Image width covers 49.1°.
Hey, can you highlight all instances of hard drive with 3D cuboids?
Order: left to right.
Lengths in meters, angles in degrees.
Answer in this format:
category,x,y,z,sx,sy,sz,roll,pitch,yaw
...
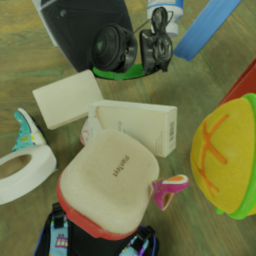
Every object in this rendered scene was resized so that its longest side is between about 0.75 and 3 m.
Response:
category,x,y,z,sx,sy,sz,roll,pitch,yaw
hard drive,-0.888,-2.460,7.030,1.917,2.843,0.602,-33,64,-2

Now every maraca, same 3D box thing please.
category,x,y,z,sx,sy,sz,roll,pitch,yaw
maraca,1.849,0.582,4.893,1.543,2.884,1.977,9,70,9

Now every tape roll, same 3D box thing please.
category,x,y,z,sx,sy,sz,roll,pitch,yaw
tape roll,-2.292,0.901,5.678,1.673,0.306,1.673,-17,24,8

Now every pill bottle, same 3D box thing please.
category,x,y,z,sx,sy,sz,roll,pitch,yaw
pill bottle,1.005,-3.413,7.617,0.989,0.989,1.763,1,96,1

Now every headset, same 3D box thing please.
category,x,y,z,sx,sy,sz,roll,pitch,yaw
headset,0.153,-1.468,5.945,1.850,2.996,1.407,-3,80,-17

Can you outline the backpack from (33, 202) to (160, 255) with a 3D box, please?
category,x,y,z,sx,sy,sz,roll,pitch,yaw
backpack,-0.777,3.080,5.274,2.397,1.766,2.626,12,54,8

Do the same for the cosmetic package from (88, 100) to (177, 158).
category,x,y,z,sx,sy,sz,roll,pitch,yaw
cosmetic package,0.067,-0.029,5.215,1.579,0.817,0.577,7,18,27

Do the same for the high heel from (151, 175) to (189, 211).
category,x,y,z,sx,sy,sz,roll,pitch,yaw
high heel,0.519,0.805,3.340,0.286,0.849,0.407,-16,83,-27

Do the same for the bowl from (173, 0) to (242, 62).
category,x,y,z,sx,sy,sz,roll,pitch,yaw
bowl,2.311,-2.992,7.460,0.565,2.880,2.880,39,60,0

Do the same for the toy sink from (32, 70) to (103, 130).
category,x,y,z,sx,sy,sz,roll,pitch,yaw
toy sink,-1.306,-0.616,6.366,1.346,0.754,0.877,-24,90,-8

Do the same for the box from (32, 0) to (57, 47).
category,x,y,z,sx,sy,sz,roll,pitch,yaw
box,-1.725,-3.943,7.687,1.196,2.184,2.475,-7,56,7

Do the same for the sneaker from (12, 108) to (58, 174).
category,x,y,z,sx,sy,sz,roll,pitch,yaw
sneaker,-2.822,0.393,7.854,0.958,0.933,2.406,-28,58,-9

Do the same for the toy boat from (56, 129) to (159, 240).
category,x,y,z,sx,sy,sz,roll,pitch,yaw
toy boat,-0.323,0.872,4.100,1.179,1.181,1.806,35,34,1

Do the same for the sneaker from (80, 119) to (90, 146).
category,x,y,z,sx,sy,sz,roll,pitch,yaw
sneaker,-0.485,0.654,7.538,1.469,1.058,2.810,-10,49,-8

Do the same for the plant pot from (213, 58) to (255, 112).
category,x,y,z,sx,sy,sz,roll,pitch,yaw
plant pot,4.284,-0.985,8.025,2.185,2.479,2.477,38,61,9
